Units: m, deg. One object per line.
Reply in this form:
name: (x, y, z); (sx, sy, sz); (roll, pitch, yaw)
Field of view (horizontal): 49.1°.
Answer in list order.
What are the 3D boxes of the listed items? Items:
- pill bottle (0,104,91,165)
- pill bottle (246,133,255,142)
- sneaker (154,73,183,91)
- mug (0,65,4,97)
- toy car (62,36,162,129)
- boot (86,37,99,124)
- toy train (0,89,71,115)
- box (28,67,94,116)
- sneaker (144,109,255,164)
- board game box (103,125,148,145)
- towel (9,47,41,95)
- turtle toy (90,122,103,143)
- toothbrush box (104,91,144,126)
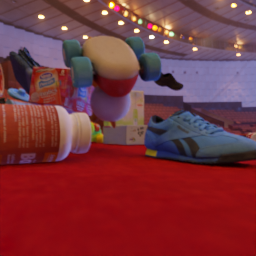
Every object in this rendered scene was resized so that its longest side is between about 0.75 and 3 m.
pill bottle: (-1.542, 0.099, 4.670); (1.715, 0.962, 0.962); (0, 0, -27)
pill bottle: (4.077, 0.384, 9.009); (0.471, 0.471, 0.834); (0, -2, 9)
sneaker: (1.525, -1.684, 10.064); (1.169, 0.531, 0.444); (11, 29, -24)
mug: (-5.564, -1.763, 8.857); (2.781, 2.468, 1.855); (-8, -43, -5)
toy car: (-0.486, -0.971, 6.857); (1.930, 2.094, 1.852); (-9, 41, -20)
boot: (-1.064, -1.374, 8.367); (1.685, 2.354, 0.828); (33, 32, -5)
toy train: (-2.430, -0.141, 8.207); (1.707, 1.295, 2.988); (40, 17, 36)
box: (-1.598, -0.866, 7.106); (0.917, 0.878, 1.839); (6, -4, 13)
sneaker: (1.137, 0.116, 4.983); (0.811, 0.965, 2.460); (3, -1, -34)
board game box: (0.443, 0.264, 11.070); (2.374, 0.763, 1.752); (1, 0, -34)
towel: (-3.216, -1.583, 9.877); (0.655, 1.507, 2.698); (-29, 57, -30)
turtle toy: (-1.682, 0.177, 11.813); (1.323, 0.918, 1.816); (0, -1, -3)
toothbrush box: (-0.213, -0.542, 13.327); (1.738, 2.387, 1.028); (1, -1, -17)
